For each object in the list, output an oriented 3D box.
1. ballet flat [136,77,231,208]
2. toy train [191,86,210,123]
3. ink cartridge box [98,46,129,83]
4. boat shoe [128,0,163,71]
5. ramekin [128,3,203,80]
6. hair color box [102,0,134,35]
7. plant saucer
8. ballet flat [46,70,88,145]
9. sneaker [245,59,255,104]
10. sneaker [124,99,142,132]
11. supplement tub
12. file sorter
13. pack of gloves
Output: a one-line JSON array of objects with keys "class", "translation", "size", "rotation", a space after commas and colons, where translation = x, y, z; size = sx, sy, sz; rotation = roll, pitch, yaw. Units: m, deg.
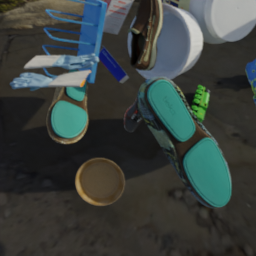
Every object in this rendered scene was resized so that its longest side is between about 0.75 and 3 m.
[{"class": "ballet flat", "translation": [0.781, 0.202, 4.011], "size": [0.768, 2.070, 0.768], "rotation": [-28, 11, 6]}, {"class": "toy train", "translation": [2.504, -0.829, 9.750], "size": [0.535, 0.396, 1.896], "rotation": [21, 47, 7]}, {"class": "ink cartridge box", "translation": [-0.384, -1.631, 7.483], "size": [0.345, 1.863, 0.882], "rotation": [-40, 94, 4]}, {"class": "boat shoe", "translation": [0.340, -2.188, 6.283], "size": [0.655, 1.770, 0.654], "rotation": [-8, 14, -39]}, {"class": "ramekin", "translation": [0.960, -2.135, 7.084], "size": [1.840, 1.840, 0.897], "rotation": [32, 35, 29]}, {"class": "hair color box", "translation": [-0.410, -3.463, 8.296], "size": [0.700, 1.262, 0.403], "rotation": [0, 50, -36]}, {"class": "plant saucer", "translation": [-0.491, 0.939, 4.951], "size": [0.866, 0.866, 0.153], "rotation": [1, 8, 1]}, {"class": "ballet flat", "translation": [-1.388, -0.358, 6.393], "size": [0.905, 0.838, 2.567], "rotation": [26, 35, -19]}, {"class": "sneaker", "translation": [2.796, -0.578, 5.379], "size": [1.359, 0.980, 2.587], "rotation": [21, 76, 50]}, {"class": "sneaker", "translation": [0.209, -0.354, 7.077], "size": [0.460, 1.193, 0.489], "rotation": [19, 27, -10]}, {"class": "supplement tub", "translation": [2.169, -3.366, 7.805], "size": [1.825, 1.825, 2.517], "rotation": [-16, 29, -16]}, {"class": "file sorter", "translation": [-1.189, -1.887, 5.776], "size": [0.974, 1.588, 1.102], "rotation": [0, 29, -28]}, {"class": "pack of gloves", "translation": [-1.194, -0.889, 4.725], "size": [1.364, 0.269, 1.146], "rotation": [2, 38, 16]}]
